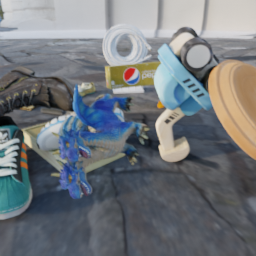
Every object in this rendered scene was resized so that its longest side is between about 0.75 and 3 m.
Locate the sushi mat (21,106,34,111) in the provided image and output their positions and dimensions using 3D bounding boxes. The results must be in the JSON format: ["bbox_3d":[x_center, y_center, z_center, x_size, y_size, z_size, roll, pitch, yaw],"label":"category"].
[{"bbox_3d":[-3.697,-1.080,10.909,1.023,0.129,2.139,5,24,13],"label":"sushi mat"}]

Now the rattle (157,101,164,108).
[{"bbox_3d":[1.291,-1.291,9.421,0.754,1.055,0.687,-25,63,-31],"label":"rattle"}]

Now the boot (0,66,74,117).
[{"bbox_3d":[-2.716,-0.520,6.516,2.599,0.900,2.262,20,40,26],"label":"boot"}]

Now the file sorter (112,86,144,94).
[{"bbox_3d":[-0.021,-2.012,12.220,1.298,0.808,0.901,-3,24,-8],"label":"file sorter"}]

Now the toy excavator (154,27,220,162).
[{"bbox_3d":[1.097,-0.574,6.065,2.351,2.286,1.174,-40,28,20],"label":"toy excavator"}]

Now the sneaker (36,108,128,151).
[{"bbox_3d":[-0.989,0.198,6.426,2.148,0.805,0.931,-17,54,-13],"label":"sneaker"}]

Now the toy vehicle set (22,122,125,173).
[{"bbox_3d":[-1.498,0.371,7.294,1.595,0.340,2.567,-19,30,-37],"label":"toy vehicle set"}]

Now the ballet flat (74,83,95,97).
[{"bbox_3d":[-1.912,-1.562,11.575,0.529,0.529,1.497,15,28,31],"label":"ballet flat"}]

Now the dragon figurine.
[{"bbox_3d":[-0.587,-0.124,4.382,1.383,0.819,2.782,10,33,-25],"label":"dragon figurine"}]

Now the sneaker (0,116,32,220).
[{"bbox_3d":[-2.578,0.634,5.684,1.018,1.139,2.851,-9,25,-20],"label":"sneaker"}]

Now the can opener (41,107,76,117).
[{"bbox_3d":[-2.215,-0.586,9.622,1.546,0.412,0.517,8,-8,19],"label":"can opener"}]

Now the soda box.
[{"bbox_3d":[0.363,-1.687,8.881,2.080,0.704,0.666,-8,13,-14],"label":"soda box"}]

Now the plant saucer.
[{"bbox_3d":[2.011,-0.297,4.240,1.836,0.296,1.836,17,54,-25],"label":"plant saucer"}]

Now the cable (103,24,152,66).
[{"bbox_3d":[-0.141,-3.359,11.755,1.891,1.892,0.655,-32,15,-2],"label":"cable"}]
